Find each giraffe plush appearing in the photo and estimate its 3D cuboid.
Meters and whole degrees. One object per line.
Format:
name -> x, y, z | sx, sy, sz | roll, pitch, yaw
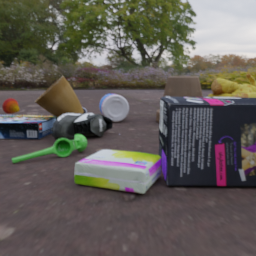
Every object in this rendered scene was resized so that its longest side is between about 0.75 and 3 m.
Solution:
giraffe plush -> 4.392, -0.897, 10.709 | 2.372, 2.047, 1.924 | -16, 21, 5

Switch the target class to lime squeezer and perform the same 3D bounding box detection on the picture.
lime squeezer -> -1.590, 0.427, 6.932 | 0.871, 0.465, 2.467 | 6, 12, 30

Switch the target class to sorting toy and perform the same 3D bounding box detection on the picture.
sorting toy -> -4.294, -0.564, 9.214 | 0.585, 0.589, 1.698 | 20, 24, 36

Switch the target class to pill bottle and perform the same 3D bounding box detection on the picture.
pill bottle -> -0.698, -0.955, 12.624 | 1.158, 1.158, 2.063 | -2, 10, -11

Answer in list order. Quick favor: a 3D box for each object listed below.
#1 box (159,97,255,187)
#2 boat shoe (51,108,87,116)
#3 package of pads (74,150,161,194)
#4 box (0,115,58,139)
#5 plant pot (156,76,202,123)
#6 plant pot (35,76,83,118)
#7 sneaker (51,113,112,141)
box -> 2.034, 0.164, 5.386 | 2.779, 1.474, 1.699 | 1, 10, 1
boat shoe -> -2.892, -0.823, 13.218 | 1.832, 0.640, 0.607 | 8, -12, 6
package of pads -> -0.145, 0.740, 5.069 | 1.340, 0.457, 1.035 | 4, 11, 22
box -> -3.982, -0.074, 9.501 | 2.805, 0.529, 1.916 | 1, 10, 5
plant pot -> 2.309, -1.202, 11.893 | 2.238, 1.952, 2.238 | 0, 11, 0
plant pot -> -2.156, -0.801, 9.270 | 1.240, 1.331, 1.240 | -36, 20, 15
sneaker -> -1.290, -0.074, 8.717 | 1.094, 0.803, 2.417 | 2, 8, 28
